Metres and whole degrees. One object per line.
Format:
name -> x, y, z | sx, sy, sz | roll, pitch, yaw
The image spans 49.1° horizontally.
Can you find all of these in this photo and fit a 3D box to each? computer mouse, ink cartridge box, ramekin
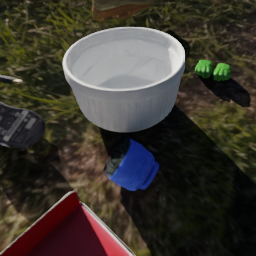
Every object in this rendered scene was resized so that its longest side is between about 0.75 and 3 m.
computer mouse -> -2.873, -0.394, 6.826 | 2.582, 0.594, 1.813 | 13, 62, 18
ink cartridge box -> -1.273, 2.596, 3.929 | 1.203, 2.518, 2.868 | 38, 66, 22
ramekin -> -0.063, -1.147, 6.726 | 2.733, 1.435, 2.733 | -2, 45, 2

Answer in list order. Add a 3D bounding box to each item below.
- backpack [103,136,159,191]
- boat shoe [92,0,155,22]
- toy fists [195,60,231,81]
backpack -> 0.113, 0.743, 5.762 | 1.003, 1.196, 0.972 | 27, 88, -5
boat shoe -> -0.152, -3.984, 9.086 | 2.163, 0.735, 0.778 | -15, 62, -17
toy fists -> 2.398, -1.596, 7.928 | 0.990, 0.340, 0.504 | 16, 52, 12
